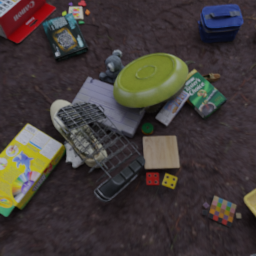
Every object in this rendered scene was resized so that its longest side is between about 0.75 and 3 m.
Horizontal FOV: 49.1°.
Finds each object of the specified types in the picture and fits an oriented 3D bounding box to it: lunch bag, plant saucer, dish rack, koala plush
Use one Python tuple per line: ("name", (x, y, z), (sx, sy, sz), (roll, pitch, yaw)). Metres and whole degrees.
("lunch bag", (3.451, -4.032, 10.702), (1.602, 1.060, 1.088), (-7, 68, -2))
("plant saucer", (0.613, -1.644, 8.895), (2.518, 0.391, 2.518), (-15, 42, 14))
("dish rack", (-0.807, 0.458, 7.812), (2.743, 2.104, 0.748), (48, 118, 8))
("koala plush", (-0.476, -2.163, 9.842), (0.962, 1.047, 0.928), (21, 66, 10))
("plant saucer", (4.736, 2.454, 7.768), (2.430, 0.589, 2.431), (-27, 67, -17))

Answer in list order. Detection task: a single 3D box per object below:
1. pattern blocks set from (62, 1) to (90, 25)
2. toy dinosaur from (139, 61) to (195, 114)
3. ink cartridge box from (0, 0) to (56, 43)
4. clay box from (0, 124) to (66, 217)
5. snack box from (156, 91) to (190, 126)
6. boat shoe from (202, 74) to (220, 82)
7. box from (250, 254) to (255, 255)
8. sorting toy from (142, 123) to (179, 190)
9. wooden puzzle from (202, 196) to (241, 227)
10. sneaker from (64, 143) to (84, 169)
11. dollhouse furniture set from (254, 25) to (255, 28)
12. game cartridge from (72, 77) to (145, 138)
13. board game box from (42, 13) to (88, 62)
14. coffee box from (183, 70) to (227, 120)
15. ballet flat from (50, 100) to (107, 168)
("pattern blocks set", (-2.175, -4.768, 11.645), (1.127, 0.104, 1.282), (-15, 65, -7))
("toy dinosaur", (1.161, -1.337, 9.263), (2.723, 1.048, 1.393), (-24, 68, -20))
("ink cartridge box", (-4.549, -4.887, 11.175), (2.192, 1.047, 2.497), (29, 67, 12))
("clay box", (-3.219, 1.255, 8.416), (1.447, 0.599, 2.518), (29, 67, 13))
("snack box", (1.506, -0.707, 9.440), (0.474, 0.160, 1.318), (36, 84, 19))
("boat shoe", (2.960, -1.814, 10.100), (0.759, 0.280, 0.287), (-15, 65, -7))
("box", (3.373, 4.736, 6.173), (2.210, 1.558, 2.987), (33, 68, 15))
("sorting toy", (1.005, 0.878, 8.716), (1.054, 0.370, 2.187), (-2, 63, -1))
("wooden puzzle", (2.717, 2.418, 8.128), (1.128, 0.079, 0.669), (23, 66, 8))
("sneaker", (-1.805, 0.869, 8.760), (0.461, 0.362, 0.928), (-38, 64, -4))
("dollhouse furniture set", (6.037, -4.033, 10.734), (1.284, 1.498, 1.575), (52, 44, -4))
("game cartridge", (-0.648, -0.701, 9.494), (2.358, 0.453, 1.529), (22, 70, 11))
("board game box", (-2.466, -3.558, 10.913), (1.311, 0.273, 1.939), (-22, 66, -5))
("coffee box", (2.455, -1.167, 9.647), (0.978, 0.350, 1.590), (-38, 69, -3))
("ballet flat", (-1.654, 0.091, 8.657), (0.953, 0.953, 2.743), (-38, 74, -17))
